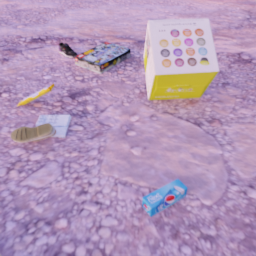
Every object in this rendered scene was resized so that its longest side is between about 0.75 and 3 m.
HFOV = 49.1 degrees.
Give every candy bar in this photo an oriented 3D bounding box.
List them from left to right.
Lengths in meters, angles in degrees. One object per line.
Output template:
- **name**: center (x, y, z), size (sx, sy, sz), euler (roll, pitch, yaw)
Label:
- **candy bar**: center (-4.139, -1.453, 12.567), size (2.194, 0.243, 0.547), euler (-21, 26, 27)

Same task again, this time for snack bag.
- **snack bag**: center (-3.155, -0.089, 11.585), size (1.376, 0.156, 1.459), euler (1, 38, 1)

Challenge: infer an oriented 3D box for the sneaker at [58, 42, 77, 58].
- **sneaker**: center (-3.751, -4.792, 17.148), size (1.565, 0.685, 0.593), euler (27, 46, 30)

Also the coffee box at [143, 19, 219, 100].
- **coffee box**: center (2.165, -2.919, 12.476), size (2.630, 2.634, 2.605), euler (-3, 73, -3)

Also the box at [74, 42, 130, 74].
- **box**: center (-1.452, -4.183, 16.466), size (1.952, 0.569, 2.851), euler (24, 44, 27)

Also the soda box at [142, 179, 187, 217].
- **soda box**: center (1.120, 2.114, 8.538), size (1.399, 0.449, 0.474), euler (-22, 43, -25)

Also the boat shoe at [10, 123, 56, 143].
- **boat shoe**: center (-3.610, 0.274, 10.746), size (1.726, 0.590, 0.645), euler (-8, 68, 9)
